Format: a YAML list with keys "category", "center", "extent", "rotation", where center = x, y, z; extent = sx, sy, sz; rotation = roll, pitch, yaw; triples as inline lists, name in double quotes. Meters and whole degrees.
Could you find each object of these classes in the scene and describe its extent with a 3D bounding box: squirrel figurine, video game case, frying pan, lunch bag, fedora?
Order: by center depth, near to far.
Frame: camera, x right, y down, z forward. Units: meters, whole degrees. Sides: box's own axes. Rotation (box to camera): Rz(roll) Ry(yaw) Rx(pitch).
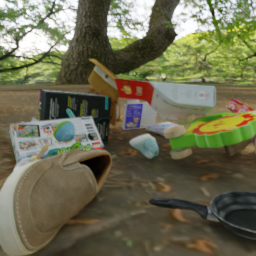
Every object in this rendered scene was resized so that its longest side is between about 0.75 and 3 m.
- category: "frying pan"
  center: [1.579, 1.402, 4.356]
  extent: [2.247, 0.366, 1.359]
  rotation: [-5, 12, -13]
- category: "video game case"
  center: [1.726, 0.111, 10.629]
  extent: [1.296, 0.163, 1.810]
  rotation: [-10, 19, -37]
- category: "fedora"
  center: [-0.815, -1.682, 10.683]
  extent: [2.183, 0.890, 2.183]
  rotation: [39, 9, -7]
- category: "lunch bag"
  center: [4.606, -0.627, 11.094]
  extent: [1.212, 0.497, 1.067]
  rotation: [23, 13, -35]
- category: "squirrel figurine"
  center: [-1.271, -0.921, 11.919]
  extent: [1.670, 1.789, 1.266]
  rotation: [2, 18, 9]

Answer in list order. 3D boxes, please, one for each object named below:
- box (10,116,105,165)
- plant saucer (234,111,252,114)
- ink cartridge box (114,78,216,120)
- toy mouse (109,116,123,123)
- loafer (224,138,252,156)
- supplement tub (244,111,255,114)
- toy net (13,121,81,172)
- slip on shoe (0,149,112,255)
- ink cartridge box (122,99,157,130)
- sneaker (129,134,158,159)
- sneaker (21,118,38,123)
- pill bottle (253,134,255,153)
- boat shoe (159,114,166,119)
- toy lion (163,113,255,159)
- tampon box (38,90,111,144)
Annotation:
- category: "box"
  center: [-1.847, 0.363, 7.441]
  extent: [2.235, 0.388, 1.230]
  rotation: [-7, 57, -30]
- category: "plant saucer"
  center: [4.984, -0.263, 10.963]
  extent: [1.981, 0.371, 1.981]
  rotation: [6, -7, 1]
- category: "ink cartridge box"
  center: [1.095, -0.843, 9.248]
  extent: [2.973, 0.848, 2.416]
  rotation: [2, -9, 3]
- category: "toy mouse"
  center: [-0.684, -0.479, 13.377]
  extent: [1.390, 0.303, 1.564]
  rotation: [3, 12, 14]
- category: "loafer"
  center: [3.141, 0.194, 8.191]
  extent: [0.777, 0.877, 2.305]
  rotation: [-17, 12, 20]
- category: "supplement tub"
  center: [4.328, -0.121, 9.783]
  extent: [1.218, 0.886, 0.886]
  rotation: [-16, 3, 28]
- category: "toy net"
  center: [-1.891, 0.616, 6.396]
  extent: [1.817, 0.953, 0.351]
  rotation: [-38, 63, -26]
- category: "slip on shoe"
  center: [-0.977, 0.960, 4.616]
  extent: [0.900, 1.130, 2.972]
  rotation: [-14, 2, 11]
- category: "ink cartridge box"
  center: [0.515, -0.660, 11.431]
  extent: [1.463, 1.477, 0.320]
  rotation: [-4, 33, -21]
- category: "sneaker"
  center: [0.514, 0.524, 7.462]
  extent: [0.504, 0.558, 1.363]
  rotation: [-32, -19, 22]
- category: "sneaker"
  center: [-3.372, -0.100, 10.568]
  extent: [1.347, 0.584, 0.505]
  rotation: [-7, -6, -26]
- category: "pill bottle"
  center: [3.994, 0.352, 7.695]
  extent: [1.018, 1.018, 1.784]
  rotation: [5, 13, 20]
- category: "boat shoe"
  center: [1.671, -0.767, 11.064]
  extent: [1.195, 0.423, 0.381]
  rotation: [-40, 5, -38]
- category: "toy lion"
  center: [2.223, 0.023, 7.259]
  extent: [2.252, 0.807, 2.349]
  rotation: [-15, 9, 26]
- category: "tampon box"
  center: [-1.814, -0.370, 9.250]
  extent: [2.122, 1.591, 1.340]
  rotation: [2, 9, -25]
